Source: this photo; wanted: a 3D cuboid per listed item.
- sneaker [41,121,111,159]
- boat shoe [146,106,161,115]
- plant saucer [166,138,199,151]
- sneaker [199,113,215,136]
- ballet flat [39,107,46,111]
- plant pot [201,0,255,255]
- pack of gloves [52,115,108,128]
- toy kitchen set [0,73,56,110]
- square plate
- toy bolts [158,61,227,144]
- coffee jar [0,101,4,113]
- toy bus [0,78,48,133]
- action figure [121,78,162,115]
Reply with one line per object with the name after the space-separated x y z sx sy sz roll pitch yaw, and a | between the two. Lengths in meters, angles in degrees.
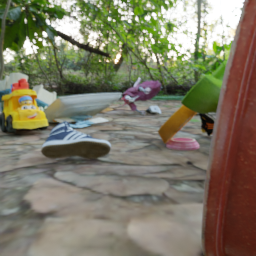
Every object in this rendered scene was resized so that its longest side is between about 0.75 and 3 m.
-0.993 0.223 5.585 1.337 0.469 0.725 -2 38 3 | sneaker
1.289 -0.862 14.531 0.413 0.436 1.247 -24 -9 27 | boat shoe
1.272 0.359 6.536 0.755 0.191 0.755 1 8 0 | plant saucer
2.167 -0.086 7.688 1.073 0.483 0.375 31 10 -47 | sneaker
-3.420 -0.641 11.343 1.332 0.447 0.445 3 7 26 | ballet flat
2.021 0.072 1.694 2.416 2.484 2.484 14 14 29 | plant pot
-1.743 -0.157 10.323 1.319 0.310 1.570 19 23 41 | pack of gloves
-4.677 -0.959 11.737 2.555 1.505 2.047 -9 -26 35 | toy kitchen set
-1.926 -0.714 10.858 2.640 0.375 2.615 -9 -8 -37 | square plate
2.363 -0.245 6.305 2.788 1.934 2.663 -37 -11 -37 | toy bolts
-4.899 -0.961 12.532 1.361 1.113 2.609 -5 10 -31 | coffee jar
-3.238 -0.702 8.620 1.177 1.665 1.735 -4 5 -35 | toy bus
0.463 -1.839 14.270 1.982 1.783 2.662 42 43 24 | action figure
